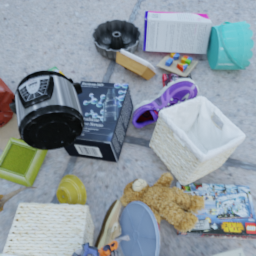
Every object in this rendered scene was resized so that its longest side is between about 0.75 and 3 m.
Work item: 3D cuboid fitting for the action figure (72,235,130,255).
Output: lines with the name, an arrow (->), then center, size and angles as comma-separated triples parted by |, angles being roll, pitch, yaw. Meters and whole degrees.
action figure -> -0.784, 3.364, 6.497 | 1.702, 0.920, 1.760 | 5, 90, -30

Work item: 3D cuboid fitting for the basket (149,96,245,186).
basket -> 2.286, 0.405, 9.689 | 2.231, 1.794, 2.211 | -20, 56, -31

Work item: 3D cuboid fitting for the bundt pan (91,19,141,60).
bundt pan -> -0.552, -4.169, 13.570 | 2.385, 0.895, 2.385 | 0, 55, 0

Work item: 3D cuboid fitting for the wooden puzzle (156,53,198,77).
wooden puzzle -> 2.265, -3.016, 12.889 | 1.565, 0.362, 1.450 | 23, 48, 21

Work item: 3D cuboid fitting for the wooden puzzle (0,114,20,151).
wooden puzzle -> -4.747, 0.128, 11.085 | 1.481, 0.276, 1.370 | 32, 62, 25

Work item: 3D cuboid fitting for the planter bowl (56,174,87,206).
planter bowl -> -1.933, 2.131, 8.976 | 1.187, 1.187, 0.495 | 37, 26, 22

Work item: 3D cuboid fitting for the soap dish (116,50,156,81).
soap dish -> 0.327, -2.762, 12.439 | 1.636, 1.287, 0.664 | 32, 99, 19

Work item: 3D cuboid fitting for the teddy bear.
teddy bear -> 1.038, 2.259, 8.844 | 1.961, 0.903, 2.705 | -41, 49, -22

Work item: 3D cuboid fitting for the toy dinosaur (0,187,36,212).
toy dinosaur -> -3.951, 2.277, 8.569 | 2.351, 1.248, 0.710 | -33, 94, -23

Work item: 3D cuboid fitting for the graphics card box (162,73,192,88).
graphics card box -> 2.197, -2.036, 12.474 | 1.300, 0.331, 0.815 | -1, 55, -2

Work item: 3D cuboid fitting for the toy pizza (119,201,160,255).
toy pizza -> 0.348, 3.150, 8.215 | 0.309, 1.950, 1.950 | 7, 50, -34

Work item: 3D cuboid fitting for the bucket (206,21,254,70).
bucket -> 4.479, -3.633, 12.548 | 1.447, 2.223, 2.223 | -5, 56, 0

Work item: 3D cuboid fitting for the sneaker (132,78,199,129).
sneaker -> 1.357, -0.738, 10.455 | 2.832, 1.142, 1.181 | -32, 18, 26

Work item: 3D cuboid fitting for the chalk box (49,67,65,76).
chalk box -> -3.096, -1.489, 11.510 | 1.324, 1.331, 2.139 | -37, 63, -22

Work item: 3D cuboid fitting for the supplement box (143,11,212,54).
supplement box -> 2.223, -4.517, 13.201 | 2.980, 1.540, 1.508 | 3, 36, 4

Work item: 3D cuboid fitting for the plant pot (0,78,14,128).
plant pot -> -5.718, -1.303, 10.703 | 2.449, 2.519, 2.519 | 39, 64, 20

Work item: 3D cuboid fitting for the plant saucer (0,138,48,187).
plant saucer -> -3.922, 1.167, 10.081 | 1.554, 0.373, 1.556 | 16, 67, 5

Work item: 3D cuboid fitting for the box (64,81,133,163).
box -> -1.096, -0.285, 10.463 | 1.980, 1.428, 2.668 | 6, 56, 14

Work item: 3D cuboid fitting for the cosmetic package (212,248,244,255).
cosmetic package -> 1.910, 4.486, 7.645 | 2.950, 1.078, 1.527 | -13, 56, -7

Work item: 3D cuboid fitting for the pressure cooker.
pressure cooker -> -2.568, -0.674, 8.914 | 1.996, 2.027, 2.270 | 12, 43, -37

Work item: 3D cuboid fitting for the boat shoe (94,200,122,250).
boat shoe -> -0.522, 3.156, 8.714 | 0.585, 0.647, 1.815 | 23, 78, -8

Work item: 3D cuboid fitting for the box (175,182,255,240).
box -> 2.829, 2.698, 9.183 | 2.466, 0.492, 1.688 | 3, 54, 2

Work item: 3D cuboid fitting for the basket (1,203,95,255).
basket -> -2.097, 3.288, 7.873 | 2.118, 2.099, 1.704 | 1, 52, 1
